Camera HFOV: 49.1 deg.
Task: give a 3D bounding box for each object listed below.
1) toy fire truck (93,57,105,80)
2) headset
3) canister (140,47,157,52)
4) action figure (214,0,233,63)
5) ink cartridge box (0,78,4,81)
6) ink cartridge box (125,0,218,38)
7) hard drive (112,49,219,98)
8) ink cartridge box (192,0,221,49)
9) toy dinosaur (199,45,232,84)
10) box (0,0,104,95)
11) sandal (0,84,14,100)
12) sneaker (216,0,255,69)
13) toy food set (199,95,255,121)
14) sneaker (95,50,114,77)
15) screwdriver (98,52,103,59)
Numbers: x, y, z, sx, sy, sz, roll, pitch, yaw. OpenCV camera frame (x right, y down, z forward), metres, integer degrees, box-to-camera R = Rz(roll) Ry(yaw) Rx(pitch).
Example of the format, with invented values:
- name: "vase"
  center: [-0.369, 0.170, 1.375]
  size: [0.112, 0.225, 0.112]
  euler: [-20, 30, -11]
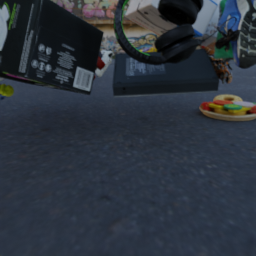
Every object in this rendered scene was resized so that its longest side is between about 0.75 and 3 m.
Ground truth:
- name: "toy fire truck"
  center: [-1.948, -2.408, 9.483]
  size: [1.852, 1.237, 2.206]
  euler: [41, -1, 19]
- name: "headset"
  center: [1.097, -2.239, 6.323]
  size: [2.872, 1.774, 1.349]
  euler: [4, 0, -6]
- name: "canister"
  center: [1.242, -3.104, 12.197]
  size: [1.553, 0.905, 2.092]
  euler: [-20, 14, -41]
- name: "action figure"
  center: [3.239, -3.210, 8.695]
  size: [1.363, 2.308, 0.631]
  euler: [-1, -7, -6]
- name: "ink cartridge box"
  center: [-4.157, -2.027, 8.850]
  size: [0.428, 0.755, 1.029]
  euler: [-21, 43, 19]
- name: "ink cartridge box"
  center: [1.336, -4.038, 9.677]
  size: [2.046, 1.182, 2.803]
  euler: [22, 6, -20]
- name: "hard drive"
  center: [1.026, -1.685, 8.328]
  size: [2.873, 0.472, 2.005]
  euler: [-3, 40, 3]
- name: "ink cartridge box"
  center: [2.860, -3.868, 10.195]
  size: [0.663, 1.581, 1.388]
  euler: [14, -2, -6]
- name: "toy dinosaur"
  center: [3.392, -2.579, 11.442]
  size: [1.421, 1.069, 2.093]
  euler: [-15, 42, -10]
- name: "box"
  center: [-2.349, -1.931, 6.887]
  size: [2.697, 1.676, 2.003]
  euler: [15, 3, 33]
- name: "sandal"
  center: [-3.570, -1.012, 7.239]
  size: [1.094, 0.435, 0.476]
  euler: [26, -36, -25]
- name: "sneaker"
  center: [2.904, -2.520, 7.178]
  size: [0.968, 2.463, 1.098]
  euler: [15, -24, -15]
- name: "toy food set"
  center: [4.222, -0.835, 11.500]
  size: [2.486, 0.605, 2.460]
  euler: [-11, 20, -32]
- name: "sneaker"
  center: [-1.038, -2.806, 12.125]
  size: [0.567, 1.398, 0.525]
  euler: [5, -27, 25]
- name: "screwdriver"
  center: [-2.058, -3.753, 11.189]
  size: [2.736, 0.398, 0.382]
  euler: [43, 24, -8]
